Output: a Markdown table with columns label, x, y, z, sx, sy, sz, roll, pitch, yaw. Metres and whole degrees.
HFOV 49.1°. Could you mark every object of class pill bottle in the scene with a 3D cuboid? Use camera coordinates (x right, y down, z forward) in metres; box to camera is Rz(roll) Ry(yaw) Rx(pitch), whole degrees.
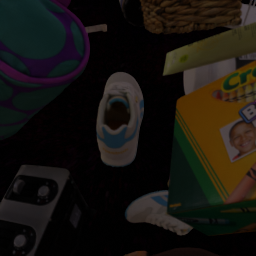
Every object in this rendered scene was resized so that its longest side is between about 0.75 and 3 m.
| label | x | y | z | sx | sy | sz | roll | pitch | yaw |
| --- | --- | --- | --- | --- | --- | --- | --- | --- | --- |
| pill bottle | 3.043 | -1.454 | 7.464 | 2.884 | 1.670 | 1.670 | -1 | 48 | -1 |
| pill bottle | 0.319 | -5.241 | 11.107 | 1.400 | 1.400 | 2.504 | -6 | 48 | -5 |

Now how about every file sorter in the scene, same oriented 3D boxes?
| label | x | y | z | sx | sy | sz | roll | pitch | yaw |
| --- | --- | --- | --- | --- | --- | --- | --- | --- | --- |
| file sorter | 4.743 | -4.857 | 10.559 | 2.748 | 1.711 | 1.907 | 22 | 51 | 19 |

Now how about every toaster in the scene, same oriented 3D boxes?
| label | x | y | z | sx | sy | sz | roll | pitch | yaw |
| --- | --- | --- | --- | --- | --- | --- | --- | --- | --- |
| toaster | -1.428 | 1.698 | 4.634 | 1.081 | 1.822 | 1.647 | 8 | 54 | 15 |

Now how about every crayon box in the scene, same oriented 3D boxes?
| label | x | y | z | sx | sy | sz | roll | pitch | yaw |
| --- | --- | --- | --- | --- | --- | --- | --- | --- | --- |
| crayon box | 1.519 | 0.000 | 2.379 | 0.711 | 2.440 | 1.449 | 35 | 49 | -29 |

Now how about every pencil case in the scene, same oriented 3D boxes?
| label | x | y | z | sx | sy | sz | roll | pitch | yaw |
| --- | --- | --- | --- | --- | --- | --- | --- | --- | --- |
| pencil case | -1.663 | -0.701 | 3.971 | 1.230 | 2.891 | 1.336 | 34 | 61 | -23 |

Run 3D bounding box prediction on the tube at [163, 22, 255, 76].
| label | x | y | z | sx | sy | sz | roll | pitch | yaw |
| --- | --- | --- | --- | --- | --- | --- | --- | --- | --- |
| tube | 1.496 | -1.354 | 4.825 | 1.864 | 0.484 | 0.541 | -11 | 1 | 28 |

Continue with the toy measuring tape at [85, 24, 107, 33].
| label | x | y | z | sx | sy | sz | roll | pitch | yaw |
| --- | --- | --- | --- | --- | --- | --- | --- | --- | --- |
| toy measuring tape | -1.706 | -3.222 | 9.736 | 2.154 | 0.793 | 0.793 | -12 | 49 | -14 |

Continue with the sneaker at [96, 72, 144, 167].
| label | x | y | z | sx | sy | sz | roll | pitch | yaw |
| --- | --- | --- | --- | --- | --- | --- | --- | --- | --- |
| sneaker | -0.150 | -0.545 | 6.954 | 1.130 | 1.193 | 2.955 | -1 | 47 | 1 |

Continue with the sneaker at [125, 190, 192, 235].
| label | x | y | z | sx | sy | sz | roll | pitch | yaw |
| --- | --- | --- | --- | --- | --- | --- | --- | --- | --- |
| sneaker | 0.828 | 1.633 | 5.324 | 1.768 | 0.676 | 0.714 | -6 | 53 | -2 |

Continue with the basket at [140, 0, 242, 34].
| label | x | y | z | sx | sy | sz | roll | pitch | yaw |
| --- | --- | --- | --- | --- | --- | --- | --- | --- | --- |
| basket | 0.749 | -2.075 | 3.779 | 1.241 | 1.295 | 1.738 | -4 | 28 | 9 |

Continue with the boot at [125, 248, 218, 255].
| label | x | y | z | sx | sy | sz | roll | pitch | yaw |
| --- | --- | --- | --- | --- | --- | --- | --- | --- | --- |
| boot | 0.760 | 1.509 | 2.213 | 2.184 | 2.625 | 0.950 | -9 | 58 | 14 |
